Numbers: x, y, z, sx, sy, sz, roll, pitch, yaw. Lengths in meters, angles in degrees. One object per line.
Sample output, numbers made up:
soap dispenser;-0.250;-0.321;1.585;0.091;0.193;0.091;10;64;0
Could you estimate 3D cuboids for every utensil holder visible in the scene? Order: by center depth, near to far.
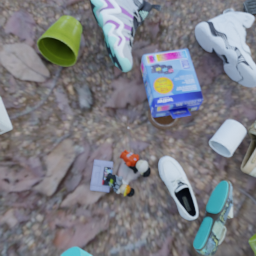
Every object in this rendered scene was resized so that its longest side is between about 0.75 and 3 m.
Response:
utensil holder;2.841;0.290;7.975;0.712;0.712;0.838;39;75;10

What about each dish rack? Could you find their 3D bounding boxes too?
dish rack;4.909;-3.467;9.064;1.880;0.669;2.452;-12;74;-5

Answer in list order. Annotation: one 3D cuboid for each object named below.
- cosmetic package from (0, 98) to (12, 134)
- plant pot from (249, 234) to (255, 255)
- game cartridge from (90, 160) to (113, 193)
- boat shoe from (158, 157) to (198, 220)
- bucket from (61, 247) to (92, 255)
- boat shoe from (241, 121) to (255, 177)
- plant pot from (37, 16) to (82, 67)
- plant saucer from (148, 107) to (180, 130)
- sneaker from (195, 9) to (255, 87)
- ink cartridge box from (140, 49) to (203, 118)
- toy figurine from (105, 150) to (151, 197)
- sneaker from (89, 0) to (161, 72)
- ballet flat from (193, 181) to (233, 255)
cosmetic package;-4.874;-0.860;7.559;2.106;2.093;2.516;-25;76;-7
plant pot;4.080;3.268;6.478;2.269;2.269;2.185;-28;67;-8
game cartridge;-0.742;1.362;7.940;0.562;0.166;0.867;5;74;4
boat shoe;1.375;1.609;7.625;0.665;0.607;1.849;-17;74;-5
bucket;-1.154;3.696;6.269;1.181;1.815;1.815;43;77;-15
boat shoe;3.889;0.139;7.895;0.831;0.917;2.574;20;76;5
plant pot;-1.987;-2.768;8.678;1.236;1.236;1.191;15;63;4
plant saucer;1.085;-0.421;8.449;0.978;0.168;0.978;0;73;-1
sneaker;3.436;-2.565;8.620;1.514;0.990;2.635;-37;74;-7
ink cartridge box;1.279;-1.175;8.221;1.423;0.796;2.086;-10;69;-4
toy figurine;0.031;1.268;7.447;0.794;1.142;1.124;31;77;17
sneaker;0.146;-3.283;8.755;2.055;1.142;2.937;-19;75;-5
ballet flat;2.387;2.415;7.457;0.747;0.747;2.011;28;78;8
